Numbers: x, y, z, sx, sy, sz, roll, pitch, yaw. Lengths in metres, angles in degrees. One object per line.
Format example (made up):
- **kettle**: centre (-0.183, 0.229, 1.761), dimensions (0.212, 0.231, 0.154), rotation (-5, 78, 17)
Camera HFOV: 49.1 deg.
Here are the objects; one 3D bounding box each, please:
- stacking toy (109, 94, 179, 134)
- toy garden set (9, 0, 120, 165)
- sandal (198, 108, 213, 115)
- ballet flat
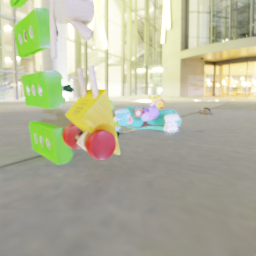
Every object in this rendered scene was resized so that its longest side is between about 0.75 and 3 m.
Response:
- **stacking toy**: centre (0.195, -0.304, 7.265), dimensions (2.005, 0.471, 1.512), rotation (-8, 29, -9)
- **toy garden set**: centre (-0.917, -0.950, 3.854), dimensions (0.575, 2.884, 2.404), rotation (-12, 12, -33)
- **sandal**: centre (3.892, -0.856, 14.058), dimensions (0.510, 0.341, 1.248), rotation (0, 7, -1)
- **ballet flat**: centre (0.611, -0.205, 7.949), dimensions (1.982, 0.667, 0.697), rotation (6, -15, 38)
